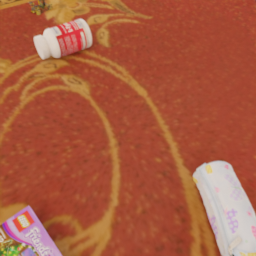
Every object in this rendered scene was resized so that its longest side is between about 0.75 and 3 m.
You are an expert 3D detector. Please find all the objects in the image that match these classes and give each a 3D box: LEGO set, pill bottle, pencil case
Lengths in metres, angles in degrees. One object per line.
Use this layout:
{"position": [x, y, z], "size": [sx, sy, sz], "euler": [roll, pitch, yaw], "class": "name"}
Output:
{"position": [-4.260, -6.009, 13.561], "size": [1.051, 0.609, 0.808], "euler": [-32, 57, -24], "class": "LEGO set"}
{"position": [-2.548, -3.429, 10.963], "size": [2.041, 1.146, 1.146], "euler": [-27, 55, -22], "class": "pill bottle"}
{"position": [2.349, 2.025, 6.580], "size": [1.135, 1.040, 2.502], "euler": [11, 45, -24], "class": "pencil case"}

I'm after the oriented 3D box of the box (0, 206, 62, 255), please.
{"position": [-2.194, 3.370, 5.768], "size": [2.028, 0.579, 2.963], "euler": [-33, 58, -25], "class": "box"}
